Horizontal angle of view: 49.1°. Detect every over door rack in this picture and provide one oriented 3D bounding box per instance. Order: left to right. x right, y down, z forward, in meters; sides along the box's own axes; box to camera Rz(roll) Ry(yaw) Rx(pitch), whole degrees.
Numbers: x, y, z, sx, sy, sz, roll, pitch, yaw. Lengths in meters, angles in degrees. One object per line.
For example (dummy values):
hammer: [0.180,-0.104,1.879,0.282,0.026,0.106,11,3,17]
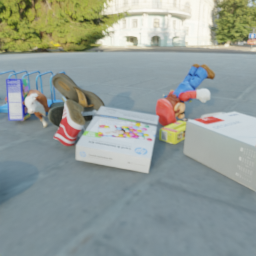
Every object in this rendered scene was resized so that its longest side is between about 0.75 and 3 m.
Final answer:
over door rack: [-0.838,0.092,9.387,1.524,0.687,2.063,-9,36,-24]

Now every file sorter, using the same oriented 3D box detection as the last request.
file sorter: [-4.329,-1.687,12.788,2.747,1.685,1.906,3,20,8]

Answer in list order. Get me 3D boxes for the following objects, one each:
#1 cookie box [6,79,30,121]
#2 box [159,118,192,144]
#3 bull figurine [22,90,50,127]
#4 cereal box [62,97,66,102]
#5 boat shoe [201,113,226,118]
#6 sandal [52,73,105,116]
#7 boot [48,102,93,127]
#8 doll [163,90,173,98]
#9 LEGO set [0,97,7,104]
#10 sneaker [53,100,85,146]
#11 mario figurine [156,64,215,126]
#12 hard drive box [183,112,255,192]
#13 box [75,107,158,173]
cookie box: [-4.319,-1.137,11.066,0.592,1.577,1.349,-1,10,-9]
box: [1.774,0.082,9.578,0.636,0.423,1.690,16,25,38]
bull figurine: [-3.326,-0.795,10.491,0.750,1.397,2.302,-29,27,-6]
cereal box: [-2.484,-1.237,13.265,1.100,0.217,0.791,-9,41,-36]
boat shoe: [3.141,-0.240,10.361,0.513,0.475,1.389,12,-8,-21]
sandal: [-1.828,-1.115,9.969,2.152,0.879,0.587,40,26,-12]
boot: [-2.544,-0.622,11.040,1.636,0.848,2.505,14,15,30]
doll: [2.270,-1.632,14.676,0.922,0.327,1.351,13,28,13]
LEGO set: [-6.914,-1.646,14.047,2.711,0.768,1.761,-2,19,-4]
sneaker: [-1.895,-0.147,8.956,0.680,1.074,1.909,23,19,-22]
mario figurine: [2.179,-1.092,10.722,1.417,2.674,1.650,41,-2,10]
hard drive box: [3.180,0.506,7.416,2.116,1.042,2.714,-11,22,-31]
box: [-0.197,0.224,8.177,1.961,0.518,2.515,10,30,7]
